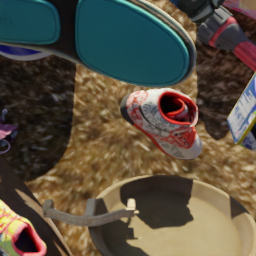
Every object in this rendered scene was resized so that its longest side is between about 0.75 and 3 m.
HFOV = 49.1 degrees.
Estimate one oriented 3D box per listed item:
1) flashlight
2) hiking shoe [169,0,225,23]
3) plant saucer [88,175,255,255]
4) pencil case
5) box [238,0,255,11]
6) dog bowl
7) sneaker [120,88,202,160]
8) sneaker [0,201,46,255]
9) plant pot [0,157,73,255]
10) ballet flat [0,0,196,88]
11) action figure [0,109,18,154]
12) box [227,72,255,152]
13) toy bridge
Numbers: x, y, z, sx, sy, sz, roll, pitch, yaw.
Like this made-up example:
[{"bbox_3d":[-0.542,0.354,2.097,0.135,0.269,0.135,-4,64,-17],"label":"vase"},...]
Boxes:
[{"bbox_3d":[3.106,-1.887,7.217,0.953,0.956,2.814,-44,81,-7],"label":"flashlight"},{"bbox_3d":[1.720,-3.480,5.207,1.228,1.054,2.833,25,108,-18],"label":"hiking shoe"},{"bbox_3d":[0.634,1.453,4.250,2.474,2.474,0.364,2,110,0],"label":"plant saucer"},{"bbox_3d":[3.263,-3.584,7.475,2.925,1.279,1.279,28,79,7],"label":"pencil case"},{"bbox_3d":[2.806,-2.577,5.355,1.200,0.570,0.467,18,69,25],"label":"box"},{"bbox_3d":[-2.806,-3.325,7.432,2.840,1.118,2.840,0,78,0],"label":"dog bowl"},{"bbox_3d":[0.885,0.026,4.825,2.013,1.079,0.672,34,70,-27],"label":"sneaker"},{"bbox_3d":[-1.304,1.057,3.019,1.123,0.507,0.439,45,40,-10],"label":"sneaker"},{"bbox_3d":[-2.116,1.752,4.286,2.277,2.277,2.436,-22,80,-5],"label":"plant pot"},{"bbox_3d":[-0.587,-1.304,3.436,2.942,1.022,1.022,18,79,4],"label":"ballet flat"},{"bbox_3d":[-3.276,0.010,7.127,1.033,0.769,0.692,33,36,20],"label":"action figure"},{"bbox_3d":[2.684,-0.971,4.038,1.050,0.964,2.998,20,120,-3],"label":"box"},{"bbox_3d":[-0.539,1.211,4.009,1.373,0.462,0.187,1,107,-1],"label":"toy bridge"}]
